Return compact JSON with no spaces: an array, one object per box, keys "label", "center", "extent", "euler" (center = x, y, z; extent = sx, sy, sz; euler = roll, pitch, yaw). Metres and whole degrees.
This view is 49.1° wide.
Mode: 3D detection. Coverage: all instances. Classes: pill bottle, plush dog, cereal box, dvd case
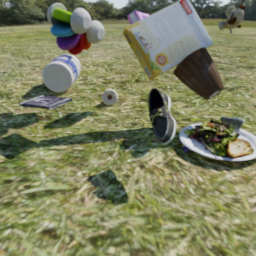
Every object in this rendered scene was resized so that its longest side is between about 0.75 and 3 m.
[{"label":"pill bottle","center":[-3.565,-3.166,15.561],"extent":[1.607,1.607,2.896],"euler":[1,26,2]},{"label":"plush dog","center":[3.793,-3.886,9.953],"extent":[0.795,0.991,0.851],"euler":[31,-1,2]},{"label":"cereal box","center":[1.555,-3.418,10.706],"extent":[2.930,2.108,0.579],"euler":[-31,3,-15]},{"label":"dvd case","center":[-2.910,-0.900,9.842],"extent":[1.513,0.121,1.125],"euler":[9,25,29]}]

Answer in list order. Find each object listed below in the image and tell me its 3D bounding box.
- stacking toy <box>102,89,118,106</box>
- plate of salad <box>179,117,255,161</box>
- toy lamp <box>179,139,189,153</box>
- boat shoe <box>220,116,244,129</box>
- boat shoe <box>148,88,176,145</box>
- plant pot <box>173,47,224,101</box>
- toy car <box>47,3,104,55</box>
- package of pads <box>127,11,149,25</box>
[{"label":"stacking toy","center":[-0.850,-1.460,13.366],"extent":[0.741,0.741,1.015],"euler":[0,7,0]},{"label":"plate of salad","center":[3.118,0.287,9.463],"extent":[2.741,0.658,2.741],"euler":[1,25,0]},{"label":"toy lamp","center":[1.881,0.595,9.378],"extent":[0.226,0.226,0.776],"euler":[-3,26,-5]},{"label":"boat shoe","center":[3.896,-0.205,10.689],"extent":[0.464,0.388,1.298],"euler":[16,1,-16]},{"label":"boat shoe","center":[0.861,-0.356,7.786],"extent":[0.671,0.567,1.882],"euler":[-34,37,29]},{"label":"plant pot","center":[2.737,-1.856,10.367],"extent":[1.491,1.491,1.596],"euler":[-24,74,-40]},{"label":"toy car","center":[-2.310,-3.966,11.651],"extent":[1.995,1.709,2.280],"euler":[25,4,27]},{"label":"package of pads","center":[0.579,-4.495,12.136],"extent":[0.546,0.869,1.442],"euler":[-17,6,29]}]
